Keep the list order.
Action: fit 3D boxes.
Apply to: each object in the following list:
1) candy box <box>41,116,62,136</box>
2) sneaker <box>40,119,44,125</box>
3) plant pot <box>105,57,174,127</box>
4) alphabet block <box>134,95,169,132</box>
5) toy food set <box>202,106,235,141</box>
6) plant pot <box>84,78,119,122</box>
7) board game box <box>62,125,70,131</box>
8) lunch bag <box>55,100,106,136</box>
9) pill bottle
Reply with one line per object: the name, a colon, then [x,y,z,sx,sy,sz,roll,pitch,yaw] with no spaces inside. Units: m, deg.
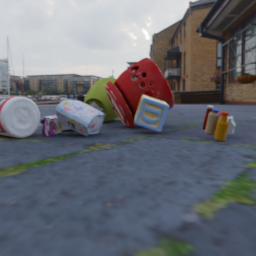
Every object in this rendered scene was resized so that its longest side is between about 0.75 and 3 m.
candy box: [-2.488,-0.081,9.293,0.268,0.600,0.879,14,10,12]
sneaker: [-3.526,-0.258,12.499,0.813,0.287,0.397,-1,6,-32]
plant pot: [0.383,-1.368,11.546,2.177,2.391,2.391,-29,11,-7]
alphabet block: [0.788,-0.519,9.663,0.959,0.964,0.982,19,12,-3]
toy food set: [2.812,-0.279,8.555,0.861,0.812,1.804,17,22,27]
plant pot: [-1.273,-1.200,14.049,2.267,2.267,2.423,2,19,14]
board game box: [-2.159,-0.190,10.702,0.904,0.394,1.225,-8,9,-3]
lunch bag: [-1.578,-0.331,9.095,1.222,0.916,1.441,26,6,9]
pill bottle: [-4.038,-0.385,9.140,2.280,1.262,1.262,5,8,38]
